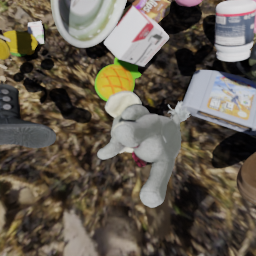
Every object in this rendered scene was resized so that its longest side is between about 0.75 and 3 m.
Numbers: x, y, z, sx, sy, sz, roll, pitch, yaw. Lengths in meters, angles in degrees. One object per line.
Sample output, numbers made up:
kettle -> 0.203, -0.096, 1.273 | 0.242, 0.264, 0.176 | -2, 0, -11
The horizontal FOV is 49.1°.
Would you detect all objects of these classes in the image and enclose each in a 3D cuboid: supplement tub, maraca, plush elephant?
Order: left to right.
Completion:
maraca -> -0.302, -1.477, 8.527 | 1.148, 0.896, 1.674 | 37, 65, -5
plush elephant -> 0.121, 0.198, 5.423 | 1.548, 1.647, 1.999 | -3, 35, 41
supplement tub -> 1.788, -1.639, 4.716 | 0.620, 0.883, 0.620 | -7, 32, 4

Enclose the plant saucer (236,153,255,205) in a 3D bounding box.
plant saucer -> 3.008, 0.843, 5.394 | 1.825, 0.269, 1.825 | -23, 22, 10

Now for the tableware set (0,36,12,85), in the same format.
tableware set -> -3.185, -1.637, 6.394 | 1.028, 1.526, 0.234 | 25, 38, -5

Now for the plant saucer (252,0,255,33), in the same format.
plant saucer -> 3.305, -3.041, 6.502 | 0.413, 1.628, 1.628 | -28, 63, -34

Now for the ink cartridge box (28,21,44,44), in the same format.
ink cartridge box -> -3.271, -3.370, 9.951 | 0.506, 0.291, 0.863 | -9, 61, -5

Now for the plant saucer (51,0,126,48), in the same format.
plant saucer -> -0.978, -3.362, 6.748 | 0.685, 2.730, 2.730 | 30, 65, 22

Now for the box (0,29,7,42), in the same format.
box -> -3.549, -2.590, 7.059 | 0.432, 1.153, 0.577 | -20, 36, -6

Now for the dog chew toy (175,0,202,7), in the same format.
dog chew toy -> 1.776, -3.631, 6.276 | 1.331, 2.137, 1.331 | 12, 61, -23

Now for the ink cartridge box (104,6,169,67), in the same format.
ink cartridge box -> 0.220, -1.822, 5.789 | 0.905, 1.233, 0.511 | -46, 74, 23

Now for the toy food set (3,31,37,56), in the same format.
toy food set -> -3.817, -2.798, 9.512 | 1.538, 0.502, 0.905 | 12, 64, 2

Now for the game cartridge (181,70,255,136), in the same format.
game cartridge -> 3.055, -0.840, 8.430 | 2.567, 0.533, 1.710 | 19, 66, 11

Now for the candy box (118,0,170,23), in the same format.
candy box -> 0.594, -4.192, 10.296 | 1.059, 0.512, 1.814 | 38, 68, 19

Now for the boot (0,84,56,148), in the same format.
boot -> -1.919, -0.245, 4.858 | 1.093, 0.435, 1.327 | 9, 30, -35

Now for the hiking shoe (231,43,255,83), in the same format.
hiking shoe -> 3.322, -1.427, 6.166 | 1.227, 2.437, 0.923 | 15, 88, -20
